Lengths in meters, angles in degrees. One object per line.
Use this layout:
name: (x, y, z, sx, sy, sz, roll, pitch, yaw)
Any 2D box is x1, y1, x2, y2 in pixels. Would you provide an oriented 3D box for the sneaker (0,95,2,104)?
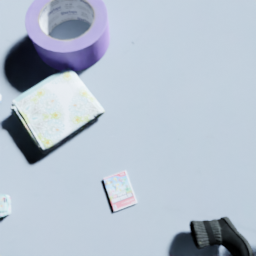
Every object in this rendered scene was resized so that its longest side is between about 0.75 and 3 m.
sneaker: (-4.865, -0.644, 9.356, 0.541, 0.545, 1.505, 37, 73, 14)

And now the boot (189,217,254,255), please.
boot: (2.442, 3.092, 7.536, 1.187, 0.598, 1.588, -3, 25, -14)

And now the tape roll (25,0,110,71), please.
tape roll: (-2.095, -3.558, 10.071, 2.843, 1.208, 2.843, 0, 69, -1)

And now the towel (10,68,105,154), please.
towel: (-2.371, -0.617, 9.336, 2.477, 0.596, 2.120, -35, 77, -12)

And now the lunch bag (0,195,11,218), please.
lunch bag: (-3.932, 2.373, 8.351, 0.843, 0.325, 0.676, -9, 70, -3)

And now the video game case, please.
video game case: (-0.253, 1.936, 8.636, 0.759, 0.093, 1.061, -19, 71, -7)
